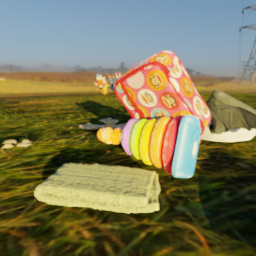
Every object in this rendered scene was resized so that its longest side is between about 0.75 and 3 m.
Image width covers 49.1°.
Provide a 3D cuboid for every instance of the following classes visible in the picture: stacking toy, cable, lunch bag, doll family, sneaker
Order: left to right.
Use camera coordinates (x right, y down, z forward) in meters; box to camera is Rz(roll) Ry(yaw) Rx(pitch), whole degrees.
[{"bbox_3d":[-0.640,-1.506,9.953,1.110,0.689,0.500,-8,-23,-13],"label":"doll family"},{"bbox_3d":[0.394,0.316,7.294,2.741,1.504,1.591,8,-6,26],"label":"stacking toy"},{"bbox_3d":[0.917,-0.736,8.674,2.435,2.765,1.133,-21,22,45],"label":"lunch bag"},{"bbox_3d":[4.014,-0.060,11.955,2.695,0.933,2.695,-2,11,-11],"label":"cable"},{"bbox_3d":[3.544,-0.131,9.087,2.379,1.363,0.909,30,13,11],"label":"sneaker"}]

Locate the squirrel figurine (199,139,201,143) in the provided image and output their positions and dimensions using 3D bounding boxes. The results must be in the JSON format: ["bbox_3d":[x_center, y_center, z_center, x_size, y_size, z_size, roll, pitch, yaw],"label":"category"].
[{"bbox_3d":[2.135,0.414,9.906,0.752,0.805,0.570,32,16,5],"label":"squirrel figurine"}]

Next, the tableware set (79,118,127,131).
[{"bbox_3d":[-0.932,-0.130,14.082,2.668,0.310,2.229,8,13,40],"label":"tableware set"}]

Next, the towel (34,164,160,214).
[{"bbox_3d":[-0.550,1.263,6.067,2.473,0.451,1.834,4,9,7],"label":"towel"}]

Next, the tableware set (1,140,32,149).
[{"bbox_3d":[-4.203,0.612,10.607,1.123,0.130,0.938,-1,12,-6],"label":"tableware set"}]
